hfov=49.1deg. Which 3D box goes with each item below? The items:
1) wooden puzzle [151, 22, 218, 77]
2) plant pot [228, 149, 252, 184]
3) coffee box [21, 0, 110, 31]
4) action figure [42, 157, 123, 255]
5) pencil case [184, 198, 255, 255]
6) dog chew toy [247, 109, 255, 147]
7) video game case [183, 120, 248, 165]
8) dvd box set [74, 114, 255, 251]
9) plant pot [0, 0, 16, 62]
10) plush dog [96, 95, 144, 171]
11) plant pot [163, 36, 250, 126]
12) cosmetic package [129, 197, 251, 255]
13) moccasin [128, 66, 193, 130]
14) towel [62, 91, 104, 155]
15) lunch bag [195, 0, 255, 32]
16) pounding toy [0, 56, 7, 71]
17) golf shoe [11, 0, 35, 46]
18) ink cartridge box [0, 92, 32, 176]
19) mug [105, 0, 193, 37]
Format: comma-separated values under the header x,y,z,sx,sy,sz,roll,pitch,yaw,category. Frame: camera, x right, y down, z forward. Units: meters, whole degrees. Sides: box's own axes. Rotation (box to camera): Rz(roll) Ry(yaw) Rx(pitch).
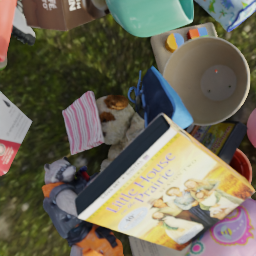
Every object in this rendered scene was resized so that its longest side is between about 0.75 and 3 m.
x,y,z,sx,sy,sz,roll,pitch,yaw,category
1.745,-2.078,7.943,1.871,0.433,1.733,-14,83,-2,wooden puzzle
2.235,1.125,7.076,1.272,1.237,1.272,0,80,1,plant pot
-0.970,-2.887,5.508,0.953,1.350,2.388,14,37,22,coffee box
-0.747,1.637,4.878,1.418,2.710,2.622,-20,70,-29,action figure
1.323,2.385,4.443,2.743,1.199,1.199,-40,84,-17,pencil case
4.026,0.575,7.090,1.554,1.554,2.496,-17,89,-2,dog chew toy
1.280,0.937,6.599,0.333,2.357,2.609,34,83,-19,video game case
0.613,0.927,3.857,1.608,0.323,2.198,-45,128,14,dvd box set
-2.348,-1.798,4.293,1.280,1.280,1.132,19,82,3,plant pot
-0.083,0.018,7.067,1.997,2.325,1.866,44,51,-4,plush dog
1.725,-0.948,5.828,1.694,1.137,1.694,6,100,34,plant pot
1.659,2.794,6.590,2.967,1.536,1.084,-20,45,-1,cosmetic package
0.407,-0.478,4.784,0.758,2.223,0.894,-40,105,15,moccasin
-1.225,-0.066,7.107,0.263,1.755,1.284,-7,80,-36,towel
3.069,-3.931,7.894,1.858,1.184,1.580,-38,82,-21,lunch bag
-4.180,-1.857,7.762,1.425,0.661,1.100,14,45,-32,pounding toy
-3.314,-3.567,7.854,1.274,1.048,2.696,-41,85,-5,golf shoe
-2.813,-0.172,4.857,0.792,1.910,1.402,-21,38,24,ink cartridge box
0.367,-2.627,5.166,1.272,2.057,1.690,-11,118,26,mug
